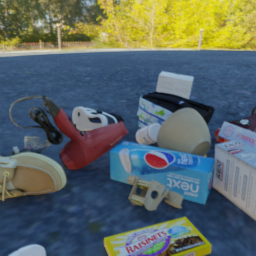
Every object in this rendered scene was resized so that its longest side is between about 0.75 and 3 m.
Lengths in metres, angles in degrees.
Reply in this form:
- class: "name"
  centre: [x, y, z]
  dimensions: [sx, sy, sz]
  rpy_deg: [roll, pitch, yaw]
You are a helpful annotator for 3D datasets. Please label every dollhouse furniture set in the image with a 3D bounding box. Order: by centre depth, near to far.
- class: "dollhouse furniture set"
  centre: [0.467, 1.436, 5.743]
  dimensions: [0.858, 0.540, 0.971]
  rpy_deg: [32, -17, -23]

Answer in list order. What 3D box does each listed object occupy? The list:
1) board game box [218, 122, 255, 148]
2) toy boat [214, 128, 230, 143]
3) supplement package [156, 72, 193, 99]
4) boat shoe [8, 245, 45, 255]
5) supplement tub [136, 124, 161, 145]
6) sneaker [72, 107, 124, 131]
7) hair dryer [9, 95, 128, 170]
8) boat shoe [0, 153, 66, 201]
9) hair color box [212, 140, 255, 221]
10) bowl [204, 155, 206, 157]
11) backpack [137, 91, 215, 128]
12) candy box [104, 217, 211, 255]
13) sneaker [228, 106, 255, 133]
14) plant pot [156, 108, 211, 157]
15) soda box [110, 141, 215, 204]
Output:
- class: "board game box"
  centre: [3.449, 0.601, 6.449]
  dimensions: [1.979, 0.407, 1.974]
  rpy_deg: [21, 6, -31]
- class: "toy boat"
  centre: [3.027, 0.280, 8.502]
  dimensions: [0.759, 0.495, 0.496]
  rpy_deg: [-9, 30, 24]
- class: "supplement package"
  centre: [1.909, -1.491, 11.818]
  dimensions: [1.374, 1.437, 1.057]
  rpy_deg: [13, 22, 11]
- class: "boat shoe"
  centre: [-1.785, 2.025, 3.807]
  dimensions: [0.470, 0.497, 1.385]
  rpy_deg: [-1, 14, 35]
- class: "supplement tub"
  centre: [0.642, 0.203, 8.276]
  dimensions: [0.539, 0.539, 0.817]
  rpy_deg: [-12, -7, -29]
- class: "sneaker"
  centre: [-0.982, -0.221, 9.786]
  dimensions: [1.216, 0.794, 2.174]
  rpy_deg: [1, 12, -39]
- class: "hair dryer"
  centre: [-1.268, 0.242, 6.525]
  dimensions: [2.812, 2.141, 0.764]
  rpy_deg: [-4, 52, -30]
- class: "boat shoe"
  centre: [-2.566, 1.087, 5.839]
  dimensions: [2.641, 0.977, 0.877]
  rpy_deg: [-1, 23, 21]
- class: "hair color box"
  centre: [2.559, 1.134, 5.304]
  dimensions: [0.664, 1.084, 2.189]
  rpy_deg: [-11, 22, -19]
- class: "bowl"
  centre: [1.896, 0.345, 7.799]
  dimensions: [0.517, 0.960, 0.960]
  rpy_deg: [-3, 19, 15]
- class: "backpack"
  centre: [1.322, -0.427, 9.206]
  dimensions: [2.257, 1.735, 1.841]
  rpy_deg: [37, 39, 26]
- class: "candy box"
  centre: [0.458, 1.900, 4.521]
  dimensions: [1.552, 0.205, 0.793]
  rpy_deg: [-7, 19, -20]
- class: "sneaker"
  centre: [4.053, -0.242, 9.471]
  dimensions: [1.374, 0.900, 2.378]
  rpy_deg: [2, 21, 13]
- class: "plant pot"
  centre: [1.464, 0.300, 6.750]
  dimensions: [1.297, 1.297, 0.871]
  rpy_deg: [-11, 40, -27]
- class: "soda box"
  centre: [0.717, 0.940, 6.326]
  dimensions: [2.245, 0.762, 0.720]
  rpy_deg: [10, 23, 24]
